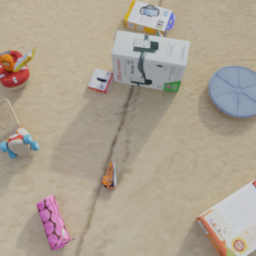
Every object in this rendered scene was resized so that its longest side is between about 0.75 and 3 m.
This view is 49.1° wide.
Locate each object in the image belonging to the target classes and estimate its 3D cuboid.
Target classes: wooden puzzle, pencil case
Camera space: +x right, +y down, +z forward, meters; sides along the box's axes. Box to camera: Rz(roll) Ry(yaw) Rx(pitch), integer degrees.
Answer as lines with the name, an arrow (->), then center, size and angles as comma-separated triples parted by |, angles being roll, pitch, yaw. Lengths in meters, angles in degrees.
wooden puzzle -> -5.069, -0.164, 11.098 | 1.486, 0.371, 1.605 | -38, 62, 1
pencil case -> -2.562, 3.216, 9.656 | 0.810, 0.836, 1.785 | -18, 68, -29

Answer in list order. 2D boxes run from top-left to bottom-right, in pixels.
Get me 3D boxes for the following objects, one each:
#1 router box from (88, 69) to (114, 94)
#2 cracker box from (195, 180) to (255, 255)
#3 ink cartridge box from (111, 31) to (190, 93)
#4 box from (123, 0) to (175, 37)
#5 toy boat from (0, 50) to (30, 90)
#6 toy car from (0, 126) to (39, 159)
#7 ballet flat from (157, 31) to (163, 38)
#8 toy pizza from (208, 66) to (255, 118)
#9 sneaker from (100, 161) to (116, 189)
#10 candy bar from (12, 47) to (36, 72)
router box -> -1.156, -2.022, 12.129 | 0.869, 0.236, 0.968 | 17, 69, 7
cracker box -> 3.971, 3.198, 9.701 | 2.650, 0.764, 1.775 | -28, 70, -10
ink cartridge box -> 0.834, -2.625, 11.377 | 2.876, 2.108, 1.195 | 11, 69, 5
box -> 1.047, -5.173, 13.318 | 2.289, 0.475, 1.362 | 19, 69, 5
toy boat -> -4.980, -2.594, 11.806 | 1.261, 1.263, 1.933 | -25, 70, -10
toy car -> -4.185, 0.377, 10.788 | 1.113, 1.068, 1.207 | -19, 57, 0
ballet flat -> 1.456, -3.943, 12.817 | 0.341, 0.345, 1.015 | 7, 88, -9
toy pizza -> 4.603, -1.520, 11.841 | 2.511, 0.398, 2.511 | 1, 67, -1
sneaker -> -0.757, 1.756, 10.492 | 0.588, 0.407, 1.050 | -4, 68, -3
candy bar -> -3.426, -2.228, 9.251 | 0.185, 1.669, 0.416 | 27, 65, -35
